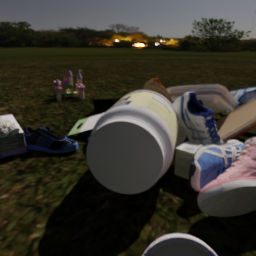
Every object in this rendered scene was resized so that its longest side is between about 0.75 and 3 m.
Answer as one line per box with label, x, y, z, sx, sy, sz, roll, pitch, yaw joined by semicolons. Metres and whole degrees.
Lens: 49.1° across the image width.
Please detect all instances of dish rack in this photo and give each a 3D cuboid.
dish rack;3.282;-1.111;12.256;2.506;0.636;2.920;1;-11;36

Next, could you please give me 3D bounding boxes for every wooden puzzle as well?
wooden puzzle;4.114;-0.239;10.294;2.621;0.488;2.424;-29;9;22

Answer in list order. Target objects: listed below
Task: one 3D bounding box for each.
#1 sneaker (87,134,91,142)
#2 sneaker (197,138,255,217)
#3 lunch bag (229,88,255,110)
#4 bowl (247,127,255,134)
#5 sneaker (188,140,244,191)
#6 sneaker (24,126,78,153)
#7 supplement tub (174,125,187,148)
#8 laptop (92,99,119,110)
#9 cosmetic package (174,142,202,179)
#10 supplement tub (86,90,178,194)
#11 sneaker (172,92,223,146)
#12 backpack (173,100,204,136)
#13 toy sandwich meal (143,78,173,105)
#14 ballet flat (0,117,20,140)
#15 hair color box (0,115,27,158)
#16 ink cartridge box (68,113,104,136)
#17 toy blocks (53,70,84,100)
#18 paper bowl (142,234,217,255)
sneaker;-0.491;0.328;9.666;1.928;1.113;0.723;-32;6;29
sneaker;2.599;1.027;6.257;2.573;0.968;1.345;-16;38;-4
lunch bag;5.550;-1.360;13.789;1.723;1.098;1.465;-17;4;-17
bowl;5.013;-0.084;11.338;1.036;0.387;1.038;-16;25;-40
sneaker;2.593;0.932;7.224;2.808;1.063;1.081;-17;22;-39
sneaker;-2.627;0.356;9.396;1.955;0.762;0.686;4;16;11
supplement tub;1.038;-0.167;10.094;1.324;1.324;2.161;-8;21;-23
laptop;-1.105;-1.338;14.426;1.299;0.757;1.466;-1;23;-1
cosmetic package;1.738;0.906;7.678;0.686;0.820;0.682;15;25;38
supplement tub;0.228;0.251;7.543;2.114;2.114;2.916;4;19;12
sneaker;2.253;-0.016;8.469;0.891;2.368;1.044;-35;-9;-32
backpack;2.391;-0.311;10.791;1.409;1.131;1.540;-3;24;-3
toy sandwich meal;1.209;-1.203;10.970;1.513;1.513;0.518;16;43;40
ballet flat;-4.618;-0.037;8.489;2.608;0.936;0.936;-4;17;13
hair color box;-4.437;0.263;9.671;1.307;0.775;2.391;-13;21;-27
ink cartridge box;-1.153;-0.110;11.030;2.085;0.500;1.517;-18;21;16
toy blocks;-3.687;-2.712;17.215;1.808;1.629;1.935;-6;19;-15
paper bowl;0.706;2.076;3.801;1.203;1.203;0.626;3;-15;8
